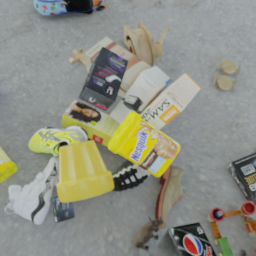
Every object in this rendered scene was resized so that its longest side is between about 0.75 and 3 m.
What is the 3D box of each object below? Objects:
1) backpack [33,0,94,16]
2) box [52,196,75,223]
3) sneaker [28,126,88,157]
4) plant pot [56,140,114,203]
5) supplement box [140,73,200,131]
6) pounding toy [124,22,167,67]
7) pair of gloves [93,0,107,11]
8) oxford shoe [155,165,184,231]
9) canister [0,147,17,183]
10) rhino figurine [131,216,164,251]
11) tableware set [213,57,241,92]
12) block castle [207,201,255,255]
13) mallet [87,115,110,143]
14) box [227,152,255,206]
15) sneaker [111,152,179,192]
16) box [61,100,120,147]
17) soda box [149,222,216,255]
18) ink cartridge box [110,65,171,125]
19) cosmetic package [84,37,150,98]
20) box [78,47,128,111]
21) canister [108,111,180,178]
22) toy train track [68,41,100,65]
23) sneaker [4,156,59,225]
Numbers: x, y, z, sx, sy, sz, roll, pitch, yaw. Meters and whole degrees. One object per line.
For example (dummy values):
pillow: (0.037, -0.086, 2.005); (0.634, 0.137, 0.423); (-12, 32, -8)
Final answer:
backpack: (-3.353, -6.920, 13.752); (2.946, 1.982, 2.689); (-11, 63, -4)
box: (-1.992, 2.448, 8.620); (0.611, 0.198, 0.775); (-3, 83, -44)
sneaker: (-2.620, 0.518, 9.825); (2.426, 0.915, 0.927); (-12, 29, 25)
plant pot: (-1.356, 1.212, 8.212); (1.623, 1.623, 1.527); (-13, 88, -7)
supplement box: (1.403, -0.842, 9.400); (0.829, 1.421, 2.254); (46, 37, 1)
pounding toy: (0.913, -3.538, 12.298); (1.601, 1.595, 2.790); (-16, 44, -9)
pair of gloves: (-1.507, -6.330, 14.489); (0.669, 0.093, 0.751); (-30, 69, -17)
oxford shoe: (1.441, 2.330, 9.471); (0.868, 0.817, 2.320); (15, 64, 1)
canister: (-4.852, 1.247, 10.163); (1.018, 0.593, 1.371); (-38, 67, -18)
rhino figurine: (0.621, 3.216, 8.633); (0.658, 1.504, 0.450); (19, 30, -19)
tableware set: (4.240, -2.269, 12.211); (1.018, 0.308, 1.539); (21, 69, -2)
block castle: (3.552, 3.555, 8.645); (1.544, 1.084, 2.310); (-10, 62, -6)
mallet: (-0.807, -0.171, 11.025); (2.564, 0.528, 0.845); (-31, 66, -19)
box: (4.885, 1.660, 9.967); (2.079, 0.517, 1.640); (-19, 64, -10)
sneaker: (0.342, 1.154, 9.540); (2.687, 0.893, 1.216); (-31, 36, -11)
box: (-1.022, -0.014, 10.350); (2.702, 0.677, 1.017); (24, 45, 1)
soda box: (1.067, 3.738, 7.241); (0.948, 2.993, 1.059); (1, 41, -24)
ink cartridge box: (0.433, -1.060, 9.679); (0.826, 1.972, 1.431); (42, 31, 3)
cosmetic package: (-0.327, -2.374, 11.728); (2.802, 1.222, 1.448); (37, 68, 18)
box: (-0.799, -1.589, 9.210); (1.037, 0.900, 1.697); (25, 63, -17)
canister: (0.499, 0.528, 8.411); (1.794, 0.777, 1.333); (33, 97, -16)
toy train track: (-1.920, -3.531, 12.878); (1.846, 0.300, 1.059); (-36, 68, -18)
sneaker: (-3.182, 1.929, 9.487); (1.366, 0.893, 2.377); (16, 65, -5)
